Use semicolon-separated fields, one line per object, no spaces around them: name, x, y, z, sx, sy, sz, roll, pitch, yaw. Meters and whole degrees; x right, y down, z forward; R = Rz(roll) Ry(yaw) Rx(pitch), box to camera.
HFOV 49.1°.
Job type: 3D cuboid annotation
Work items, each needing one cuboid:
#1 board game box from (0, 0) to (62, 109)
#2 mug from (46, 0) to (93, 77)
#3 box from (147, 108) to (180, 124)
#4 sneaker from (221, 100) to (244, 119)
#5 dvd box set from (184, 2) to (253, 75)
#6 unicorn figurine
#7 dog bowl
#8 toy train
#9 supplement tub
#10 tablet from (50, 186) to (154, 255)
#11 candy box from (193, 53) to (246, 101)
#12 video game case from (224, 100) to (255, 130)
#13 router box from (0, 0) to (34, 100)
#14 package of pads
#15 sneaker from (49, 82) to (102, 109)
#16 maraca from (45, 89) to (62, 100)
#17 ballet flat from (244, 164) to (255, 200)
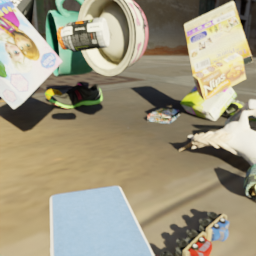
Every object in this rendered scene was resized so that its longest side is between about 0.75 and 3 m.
board game box;-2.868;-1.908;6.705;0.455;2.205;2.210;-26;26;30
mug;-1.879;-3.182;10.218;1.713;2.276;2.770;-9;-10;-24
box;1.353;-0.466;10.563;0.858;0.237;1.257;9;20;25
sneaker;3.985;-0.798;10.985;0.857;0.783;2.119;1;24;-21
dvd box set;2.934;-2.912;9.432;1.843;2.520;0.370;-19;-34;27
unicorn figurine;2.785;0.366;6.543;1.928;1.036;2.806;-22;32;-21
dog bowl;-0.372;-2.416;7.201;2.060;2.060;0.759;15;28;39
toy train;0.940;1.661;3.902;0.413;0.308;1.805;21;27;40
supplement tub;-0.796;-1.660;5.045;0.850;0.521;0.521;-4;17;10
tablet;-0.543;1.558;4.480;1.370;0.144;2.106;-5;18;-15
candy box;2.550;-1.422;7.820;1.336;0.771;0.369;-28;37;2
video game case;4.348;-0.276;7.999;2.539;0.279;2.315;4;-12;5
router box;-3.742;-2.682;8.677;0.763;2.228;2.988;16;45;-12
package of pads;3.007;-1.064;10.798;1.373;0.606;1.778;-49;32;-8
sneaker;-2.318;-1.477;12.317;2.553;1.070;0.980;-16;24;-40
maraca;-3.317;-1.452;13.096;1.143;0.612;0.784;16;11;-6
ballet flat;3.039;1.275;4.674;0.832;0.832;2.242;-17;22;-42
